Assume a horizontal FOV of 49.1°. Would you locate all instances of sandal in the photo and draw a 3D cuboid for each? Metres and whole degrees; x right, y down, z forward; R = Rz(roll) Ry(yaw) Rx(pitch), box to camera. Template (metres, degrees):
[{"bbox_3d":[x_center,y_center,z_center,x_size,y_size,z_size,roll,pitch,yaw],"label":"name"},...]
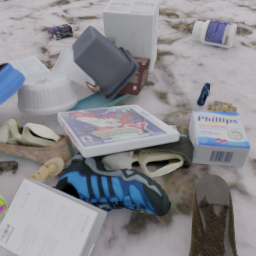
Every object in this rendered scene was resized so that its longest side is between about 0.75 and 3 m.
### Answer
[{"bbox_3d":[-1.875,1.064,6.226,1.054,0.387,0.347,-31,20,13],"label":"sandal"}]

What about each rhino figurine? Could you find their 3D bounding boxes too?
[{"bbox_3d":[-3.085,0.951,6.818,0.813,0.243,0.355,-1,29,1],"label":"rhino figurine"}]

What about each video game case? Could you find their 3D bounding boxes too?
[{"bbox_3d":[-0.299,-0.046,6.613,2.255,0.259,2.055,-9,26,-26],"label":"video game case"}]

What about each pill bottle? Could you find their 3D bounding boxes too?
[{"bbox_3d":[3.635,-4.027,11.890,1.648,0.986,0.986,18,45,20],"label":"pill bottle"}]

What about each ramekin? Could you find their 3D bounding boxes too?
[{"bbox_3d":[-2.420,-1.070,8.298,1.768,0.823,1.768,-1,26,1],"label":"ramekin"}]

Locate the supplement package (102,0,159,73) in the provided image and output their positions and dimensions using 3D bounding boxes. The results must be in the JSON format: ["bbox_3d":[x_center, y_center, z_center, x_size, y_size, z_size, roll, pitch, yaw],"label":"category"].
[{"bbox_3d":[0.141,-3.297,10.053,1.711,2.197,1.218,9,47,11],"label":"supplement package"}]

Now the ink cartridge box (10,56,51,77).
[{"bbox_3d":[-3.641,-1.975,10.002,1.384,0.300,1.359,-29,56,-28],"label":"ink cartridge box"}]

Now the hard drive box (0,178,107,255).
[{"bbox_3d":[-1.367,1.773,5.020,1.573,0.604,1.226,20,76,16],"label":"hard drive box"}]

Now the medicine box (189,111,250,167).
[{"bbox_3d":[2.294,0.245,7.265,1.254,0.709,1.377,4,42,4],"label":"medicine box"}]

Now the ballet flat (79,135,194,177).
[{"bbox_3d":[0.219,0.692,6.604,2.786,0.947,0.953,-5,53,-1],"label":"ballet flat"}]

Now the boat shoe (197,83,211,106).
[{"bbox_3d":[2.419,-1.025,8.719,0.318,0.755,0.259,13,9,-37],"label":"boat shoe"}]

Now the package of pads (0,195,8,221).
[{"bbox_3d":[-3.411,1.589,5.862,1.613,0.550,1.246,30,50,30],"label":"package of pads"}]

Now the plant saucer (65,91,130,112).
[{"bbox_3d":[-0.817,-0.877,8.883,2.409,0.229,0.842,-33,47,-30],"label":"plant saucer"}]

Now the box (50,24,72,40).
[{"bbox_3d":[-3.003,-4.341,12.660,0.821,0.435,0.502,-28,49,-28],"label":"box"}]

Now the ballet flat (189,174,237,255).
[{"bbox_3d":[1.454,2.221,4.962,0.980,0.675,2.910,1,52,14],"label":"ballet flat"}]

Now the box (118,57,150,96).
[{"bbox_3d":[0.057,-1.772,9.166,1.006,0.752,2.008,11,30,8],"label":"box"}]

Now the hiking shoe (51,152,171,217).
[{"bbox_3d":[-0.391,1.414,5.800,2.620,0.975,1.136,12,50,35],"label":"hiking shoe"}]

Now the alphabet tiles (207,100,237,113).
[{"bbox_3d":[2.930,-0.600,8.739,0.859,0.027,0.715,13,44,14],"label":"alphabet tiles"}]

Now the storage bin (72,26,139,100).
[{"bbox_3d":[-0.935,-2.100,8.723,1.668,1.539,2.292,-44,28,14],"label":"storage bin"}]

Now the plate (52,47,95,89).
[{"bbox_3d":[-1.782,-2.065,9.809,1.448,0.234,1.445,21,51,-13],"label":"plate"}]

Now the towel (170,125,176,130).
[{"bbox_3d":[0.879,0.246,7.681,1.049,0.161,0.783,-6,41,-6],"label":"towel"}]

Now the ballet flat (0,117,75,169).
[{"bbox_3d":[-2.650,0.232,7.091,2.824,0.950,0.961,10,37,11],"label":"ballet flat"}]

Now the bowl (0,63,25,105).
[{"bbox_3d":[-3.918,-0.684,6.830,2.875,0.564,2.875,-22,29,13],"label":"bowl"}]
